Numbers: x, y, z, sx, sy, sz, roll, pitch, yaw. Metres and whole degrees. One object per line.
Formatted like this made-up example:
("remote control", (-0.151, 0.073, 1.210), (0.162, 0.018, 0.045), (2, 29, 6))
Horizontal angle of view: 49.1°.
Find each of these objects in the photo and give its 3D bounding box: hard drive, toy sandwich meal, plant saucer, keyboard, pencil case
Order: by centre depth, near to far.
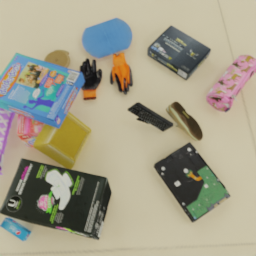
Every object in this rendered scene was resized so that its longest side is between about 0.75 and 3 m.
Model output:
("hard drive", (2.150, 1.815, 9.583), (1.598, 0.433, 2.288), (-31, 68, -13))
("plant saucer", (-2.097, 0.331, 9.638), (0.421, 1.739, 1.738), (-1, 56, 46))
("pencil case", (-4.741, 0.248, 9.861), (1.250, 1.228, 2.925), (-1, 65, 7))
("keyboard", (0.740, -0.326, 10.170), (1.636, 0.982, 0.210), (31, 62, -17))
("pencil case", (4.098, -1.770, 10.881), (1.094, 1.047, 2.529), (30, 66, 27))
("toy sandwich meal", (-2.952, -2.748, 11.740), (1.223, 0.419, 1.223), (0, 69, 0))

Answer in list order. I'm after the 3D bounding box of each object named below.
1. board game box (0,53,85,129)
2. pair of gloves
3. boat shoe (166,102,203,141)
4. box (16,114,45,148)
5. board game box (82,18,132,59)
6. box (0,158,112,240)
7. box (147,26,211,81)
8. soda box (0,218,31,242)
("board game box", (-3.098, -1.317, 9.475), (2.634, 0.592, 2.003), (19, 67, 12))
("pair of gloves", (-0.925, -2.088, 11.414), (2.171, 0.268, 1.934), (-10, 69, 0))
("boat shoe", (2.062, -0.179, 10.412), (0.618, 0.657, 1.725), (-38, 91, -39))
("box", (-3.176, -0.772, 10.314), (1.380, 1.273, 2.690), (-5, 65, -2))
("board game box", (-0.887, -3.798, 12.214), (2.197, 0.428, 1.736), (-21, 70, -3))
("box", (-2.024, 2.231, 8.528), (2.658, 1.974, 1.652), (13, 65, 6))
("box", (2.134, -3.204, 11.844), (2.131, 0.544, 1.680), (38, 70, 15))
("soda box", (-3.598, 3.239, 8.968), (0.924, 0.296, 0.313), (28, 78, 11))
